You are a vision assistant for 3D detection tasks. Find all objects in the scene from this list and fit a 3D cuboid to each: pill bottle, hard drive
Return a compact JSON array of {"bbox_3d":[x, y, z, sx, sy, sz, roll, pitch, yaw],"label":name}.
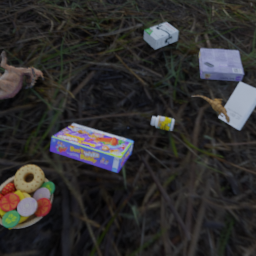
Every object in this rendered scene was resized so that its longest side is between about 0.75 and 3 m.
[{"bbox_3d":[1.237,-0.175,10.108,0.782,0.441,0.441,13,52,10],"label":"pill bottle"},{"bbox_3d":[3.614,-0.716,9.057,0.181,1.356,0.894,16,18,-36],"label":"hard drive"}]

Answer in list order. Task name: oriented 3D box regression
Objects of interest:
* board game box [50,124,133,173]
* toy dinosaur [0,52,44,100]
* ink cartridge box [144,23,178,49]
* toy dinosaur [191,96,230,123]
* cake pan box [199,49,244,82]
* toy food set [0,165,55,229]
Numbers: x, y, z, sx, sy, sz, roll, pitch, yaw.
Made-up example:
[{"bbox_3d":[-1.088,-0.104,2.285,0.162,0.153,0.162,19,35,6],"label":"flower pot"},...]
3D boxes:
[{"bbox_3d":[-1.035,0.547,8.407,2.093,0.469,1.408,16,21,10],"label":"board game box"},{"bbox_3d":[-4.570,-1.777,11.118,1.720,1.089,2.537,31,67,-12],"label":"toy dinosaur"},{"bbox_3d":[1.588,-4.465,13.540,1.365,0.567,1.001,-27,55,-20],"label":"ink cartridge box"},{"bbox_3d":[2.693,-0.729,8.686,1.375,0.415,0.730,41,24,15],"label":"toy dinosaur"},{"bbox_3d":[4.055,-2.782,12.240,1.809,0.473,1.666,3,53,3],"label":"cake pan box"},{"bbox_3d":[-3.083,2.067,8.262,1.814,0.441,1.796,-34,58,-25],"label":"toy food set"}]
